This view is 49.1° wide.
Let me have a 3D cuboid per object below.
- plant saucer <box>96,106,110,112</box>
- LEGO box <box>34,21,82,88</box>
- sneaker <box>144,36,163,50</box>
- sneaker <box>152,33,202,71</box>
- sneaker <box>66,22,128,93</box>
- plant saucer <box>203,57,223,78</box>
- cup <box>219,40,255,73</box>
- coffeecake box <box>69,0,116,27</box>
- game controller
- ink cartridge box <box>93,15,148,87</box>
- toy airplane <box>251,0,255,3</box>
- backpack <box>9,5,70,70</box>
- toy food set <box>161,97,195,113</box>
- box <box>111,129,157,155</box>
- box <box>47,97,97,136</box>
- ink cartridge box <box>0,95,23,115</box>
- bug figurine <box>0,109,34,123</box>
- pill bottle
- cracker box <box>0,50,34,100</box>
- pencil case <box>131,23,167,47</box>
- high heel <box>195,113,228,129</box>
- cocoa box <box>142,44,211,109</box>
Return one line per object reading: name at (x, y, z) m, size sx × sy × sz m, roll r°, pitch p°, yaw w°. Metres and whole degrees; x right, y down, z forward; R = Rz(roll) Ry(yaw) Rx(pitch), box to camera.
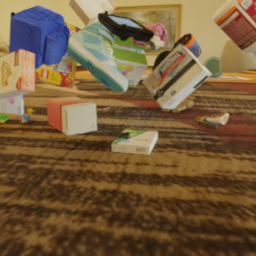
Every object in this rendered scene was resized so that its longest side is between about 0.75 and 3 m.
plant saucer at (-1.435, -0.966, 14.057) m, size 1.058 × 0.170 × 1.058 m, roll 1°, pitch 15°, yaw 0°
LEGO box at (-3.310, -3.306, 12.339) m, size 1.055 × 2.735 × 2.037 m, roll 11°, pitch 1°, yaw 43°
sneaker at (0.754, -2.730, 8.709) m, size 0.368 × 0.323 × 0.918 m, roll -19°, pitch 53°, yaw -19°
sneaker at (2.023, -2.880, 12.204) m, size 1.075 × 1.033 × 2.742 m, roll 33°, pitch -35°, yaw -24°
sneaker at (-0.767, -2.801, 10.411) m, size 2.909 × 1.899 × 1.157 m, roll 41°, pitch -15°, yaw 1°
plant saucer at (3.502, -2.491, 11.487) m, size 0.891 × 0.891 × 0.160 m, roll 7°, pitch 2°, yaw 22°
cup at (3.267, -2.222, 8.396) m, size 1.120 × 0.801 × 1.120 m, roll -14°, pitch 24°, yaw 6°
coffeecake box at (-1.103, -3.831, 8.722) m, size 1.144 × 0.878 × 0.418 m, roll -41°, pitch 3°, yaw -27°
game controller at (-0.110, -2.695, 7.358) m, size 1.091 × 0.440 × 2.091 m, roll -6°, pitch 33°, yaw -17°
ink cartridge box at (-0.126, -3.196, 12.104) m, size 2.111 × 2.857 × 1.082 m, roll 5°, pitch 57°, yaw -24°
toy airplane at (3.409, -3.543, 8.063) m, size 0.235 × 1.279 × 1.279 m, roll 15°, pitch 3°, yaw -40°
backpack at (-2.190, -2.311, 7.222) m, size 1.314 × 1.272 × 1.566 m, roll 22°, pitch 35°, yaw -8°
toy food set at (2.484, -1.156, 14.477) m, size 1.490 × 0.369 × 2.344 m, roll 11°, pitch 27°, yaw 35°
box at (0.251, 0.413, 8.889) m, size 1.155 × 0.291 × 1.600 m, roll 4°, pitch 15°, yaw 13°
box at (-2.193, -0.522, 10.774) m, size 1.241 × 1.057 × 1.941 m, roll -11°, pitch 19°, yaw -34°
ink cartridge box at (-3.211, -0.743, 7.415) m, size 0.812 × 0.797 × 0.176 m, roll 3°, pitch 35°, yaw -12°
bug figurine at (-4.783, -0.408, 11.396) m, size 2.070 × 0.533 × 1.605 m, roll -5°, pitch 10°, yaw -3°
pill bottle at (2.839, -2.382, 6.672) m, size 1.549 × 0.875 × 0.875 m, roll 43°, pitch 15°, yaw -7°
cracker box at (-2.660, -1.161, 6.307) m, size 1.294 × 0.867 × 0.373 m, roll -6°, pitch -8°, yaw 33°
pencil case at (0.733, -3.444, 10.470) m, size 0.771 × 0.805 × 1.861 m, roll 17°, pitch 9°, yaw -26°
high heel at (3.419, -0.419, 11.383) m, size 1.009 × 0.506 × 1.416 m, roll 20°, pitch 34°, yaw 36°
cocoa box at (1.461, -1.502, 8.502) m, size 1.071 × 1.633 × 1.089 m, roll 54°, pitch 23°, yaw 16°
